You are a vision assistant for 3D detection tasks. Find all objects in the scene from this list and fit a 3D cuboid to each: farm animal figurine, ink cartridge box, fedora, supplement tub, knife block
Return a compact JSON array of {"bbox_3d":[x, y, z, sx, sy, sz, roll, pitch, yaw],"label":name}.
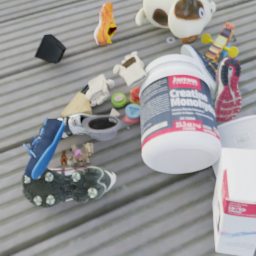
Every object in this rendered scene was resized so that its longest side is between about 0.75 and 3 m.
[{"bbox_3d":[-1.373,0.726,7.893,1.031,1.019,0.537,-16,60,7],"label":"farm animal figurine"},{"bbox_3d":[2.533,1.739,6.512,0.903,2.108,1.556,4,39,11],"label":"ink cartridge box"},{"bbox_3d":[-0.743,0.047,8.027,1.095,0.494,0.968,-9,32,-14],"label":"fedora"},{"bbox_3d":[1.380,-0.377,7.986,2.071,2.071,2.952,-1,60,0],"label":"supplement tub"},{"bbox_3d":[-1.599,-0.866,9.227,1.296,0.415,1.138,-14,61,-7],"label":"knife block"}]

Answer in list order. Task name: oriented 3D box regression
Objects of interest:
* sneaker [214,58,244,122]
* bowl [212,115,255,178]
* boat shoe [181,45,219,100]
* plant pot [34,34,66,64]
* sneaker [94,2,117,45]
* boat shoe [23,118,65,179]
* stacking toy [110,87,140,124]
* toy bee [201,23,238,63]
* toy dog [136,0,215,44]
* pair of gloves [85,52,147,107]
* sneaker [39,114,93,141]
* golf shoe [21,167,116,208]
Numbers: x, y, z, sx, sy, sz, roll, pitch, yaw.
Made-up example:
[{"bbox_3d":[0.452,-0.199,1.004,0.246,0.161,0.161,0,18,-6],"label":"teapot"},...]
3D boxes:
[{"bbox_3d":[3.108,-1.169,8.785,0.798,0.739,1.979,4,100,-1],"label":"sneaker"},{"bbox_3d":[3.196,0.518,7.762,1.955,0.730,1.952,-19,48,21],"label":"bowl"},{"bbox_3d":[2.746,-2.044,9.663,1.003,0.781,2.209,-25,75,-14],"label":"boat shoe"},{"bbox_3d":[-2.704,-2.744,9.955,0.757,0.854,0.852,31,18,-9],"label":"plant pot"},{"bbox_3d":[-0.734,-3.885,10.517,0.763,0.722,1.979,2,68,12],"label":"sneaker"},{"bbox_3d":[-2.290,0.514,7.378,0.664,0.814,1.934,17,40,0],"label":"boat shoe"},{"bbox_3d":[-0.045,-0.806,9.133,1.104,0.515,1.219,5,60,3],"label":"stacking toy"},{"bbox_3d":[3.331,-3.178,10.130,1.362,1.131,2.080,13,62,8],"label":"toy bee"},{"bbox_3d":[1.754,-4.217,9.838,2.717,1.955,2.802,-22,45,-7],"label":"toy dog"},{"bbox_3d":[-0.461,-1.535,8.686,2.045,0.359,1.739,-27,33,13],"label":"pair of gloves"},{"bbox_3d":[-1.714,-0.108,8.380,1.892,0.837,0.701,-11,72,-15],"label":"sneaker"},{"bbox_3d":[-1.641,1.557,7.602,2.708,1.193,1.045,-4,86,22],"label":"golf shoe"}]
